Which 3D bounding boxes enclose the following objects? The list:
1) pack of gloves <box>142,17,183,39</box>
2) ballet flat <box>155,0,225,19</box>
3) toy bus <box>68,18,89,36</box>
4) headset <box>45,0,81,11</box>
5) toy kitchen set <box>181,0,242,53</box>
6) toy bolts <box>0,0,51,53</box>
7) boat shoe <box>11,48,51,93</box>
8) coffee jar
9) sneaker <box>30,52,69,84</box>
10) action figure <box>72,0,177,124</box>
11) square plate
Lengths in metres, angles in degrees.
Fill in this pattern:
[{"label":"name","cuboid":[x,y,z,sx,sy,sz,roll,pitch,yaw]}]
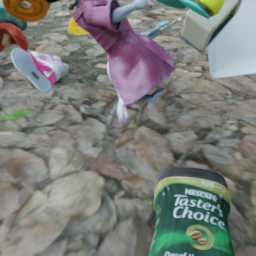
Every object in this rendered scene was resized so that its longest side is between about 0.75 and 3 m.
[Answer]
[{"label":"pack of gloves","cuboid":[0.513,-2.449,7.238,1.570,0.310,1.319,-24,9,37]},{"label":"ballet flat","cuboid":[0.653,-1.554,3.111,0.445,0.447,1.332,22,19,-33]},{"label":"toy bus","cuboid":[-1.175,-3.964,9.383,1.177,1.665,1.735,17,34,31]},{"label":"headset","cuboid":[-1.211,-2.289,4.604,0.400,0.852,0.526,-50,13,-9]},{"label":"toy kitchen set","cuboid":[2.547,-1.619,4.854,2.555,2.047,1.505,41,1,12]},{"label":"toy bolts","cuboid":[-3.393,-3.700,7.931,2.663,2.788,1.934,-3,68,-4]},{"label":"boat shoe","cuboid":[-2.390,-1.366,6.877,0.436,1.247,0.413,-50,22,-21]},{"label":"coffee jar","cuboid":[0.991,1.733,4.403,1.361,1.113,2.609,5,32,9]},{"label":"sneaker","cuboid":[-3.210,-2.507,11.390,0.978,0.902,2.218,-27,49,-37]},{"label":"action figure","cuboid":[-0.288,-1.753,5.400,1.982,2.662,1.783,-43,19,15]},{"label":"square plate","cuboid":[3.213,-2.628,6.791,2.640,2.615,0.375,-1,21,31]}]
